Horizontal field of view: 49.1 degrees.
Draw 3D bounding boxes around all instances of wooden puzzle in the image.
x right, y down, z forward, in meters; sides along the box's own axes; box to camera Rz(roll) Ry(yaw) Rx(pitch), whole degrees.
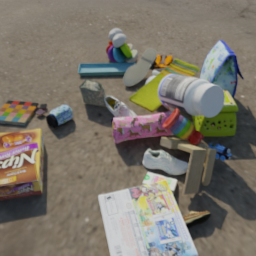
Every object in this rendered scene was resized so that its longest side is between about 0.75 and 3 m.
[{"bbox_3d":[-4.486,-0.619,11.271,2.312,0.162,1.371,6,39,7],"label":"wooden puzzle"}]

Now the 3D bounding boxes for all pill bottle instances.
[{"bbox_3d":[2.033,-1.073,9.255,1.199,1.199,2.108,-21,26,-24],"label":"pill bottle"},{"bbox_3d":[1.543,-1.464,11.639,1.009,1.009,1.799,-24,45,-27],"label":"pill bottle"}]

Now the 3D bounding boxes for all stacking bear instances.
[{"bbox_3d":[1.832,0.070,8.999,1.240,0.753,0.705,36,13,-6],"label":"stacking bear"}]

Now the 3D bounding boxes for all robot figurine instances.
[{"bbox_3d":[1.735,-3.183,14.161,1.323,0.531,1.824,7,39,10],"label":"robot figurine"}]

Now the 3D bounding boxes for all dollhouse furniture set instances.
[{"bbox_3d":[1.801,1.120,8.828,1.530,1.311,1.609,4,9,-38],"label":"dollhouse furniture set"}]

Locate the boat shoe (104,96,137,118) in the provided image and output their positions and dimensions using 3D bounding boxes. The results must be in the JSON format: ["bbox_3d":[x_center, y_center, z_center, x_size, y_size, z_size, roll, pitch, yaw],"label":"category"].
[{"bbox_3d":[-0.315,-0.714,10.700,0.677,0.781,1.833,-42,54,-3],"label":"boat shoe"}]

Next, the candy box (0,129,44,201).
[{"bbox_3d":[-3.416,1.060,8.785,1.403,0.679,2.405,-7,41,-10],"label":"candy box"}]

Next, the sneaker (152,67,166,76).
[{"bbox_3d":[2.055,-2.701,13.134,1.995,0.817,0.769,0,-5,-17],"label":"sneaker"}]

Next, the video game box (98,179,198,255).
[{"bbox_3d":[0.394,2.442,6.947,1.922,0.494,2.110,-13,48,-8],"label":"video game box"}]

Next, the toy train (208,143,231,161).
[{"bbox_3d":[2.930,0.763,9.003,0.338,0.445,0.779,-11,23,-42],"label":"toy train"}]

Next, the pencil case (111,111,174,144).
[{"bbox_3d":[0.565,-0.038,9.929,2.282,0.945,0.987,-8,38,-9],"label":"pencil case"}]

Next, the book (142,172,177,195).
[{"bbox_3d":[0.950,1.661,8.389,0.932,0.224,0.622,12,29,15],"label":"book"}]

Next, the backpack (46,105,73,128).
[{"bbox_3d":[-2.575,-0.469,10.744,0.958,0.736,0.781,-14,21,-37],"label":"backpack"}]

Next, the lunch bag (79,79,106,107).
[{"bbox_3d":[-1.347,-1.401,11.480,1.099,0.901,0.646,19,53,24],"label":"lunch bag"}]

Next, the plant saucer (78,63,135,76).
[{"bbox_3d":[-1.046,-2.941,14.090,2.869,0.272,1.003,-1,39,-2],"label":"plant saucer"}]

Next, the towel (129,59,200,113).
[{"bbox_3d":[1.452,-1.743,11.029,1.283,0.269,2.982,29,59,36],"label":"towel"}]

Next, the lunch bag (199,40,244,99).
[{"bbox_3d":[3.792,-2.259,11.512,1.414,2.220,1.887,2,33,1],"label":"lunch bag"}]

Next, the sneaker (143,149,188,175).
[{"bbox_3d":[1.201,1.071,8.838,1.496,0.600,0.526,10,38,10],"label":"sneaker"}]

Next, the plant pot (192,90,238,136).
[{"bbox_3d":[3.222,-0.611,10.377,1.397,1.274,1.404,-1,38,-1],"label":"plant pot"}]

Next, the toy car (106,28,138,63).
[{"bbox_3d":[-0.495,-4.138,14.790,1.424,1.662,1.899,-37,41,10],"label":"toy car"}]

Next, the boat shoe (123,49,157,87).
[{"bbox_3d":[0.601,-2.720,13.340,0.863,0.745,2.377,33,71,12],"label":"boat shoe"}]

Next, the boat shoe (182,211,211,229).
[{"bbox_3d":[1.747,2.367,7.426,0.902,0.341,0.333,-13,39,-17],"label":"boat shoe"}]
